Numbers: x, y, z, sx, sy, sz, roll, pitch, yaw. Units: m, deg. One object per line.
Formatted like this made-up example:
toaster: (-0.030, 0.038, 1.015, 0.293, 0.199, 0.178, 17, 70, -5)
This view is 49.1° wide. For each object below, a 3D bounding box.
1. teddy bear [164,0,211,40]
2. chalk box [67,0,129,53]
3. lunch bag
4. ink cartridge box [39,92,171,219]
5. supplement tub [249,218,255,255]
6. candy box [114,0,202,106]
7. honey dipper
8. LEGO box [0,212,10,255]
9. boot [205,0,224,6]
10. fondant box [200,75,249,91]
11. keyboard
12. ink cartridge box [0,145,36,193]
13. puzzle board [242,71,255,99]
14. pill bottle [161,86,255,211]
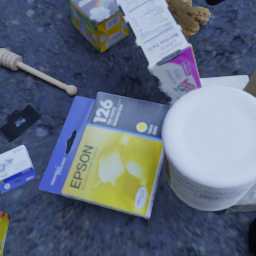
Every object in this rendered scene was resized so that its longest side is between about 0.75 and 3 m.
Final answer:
teddy bear: (1.494, -3.569, 8.814, 1.955, 0.900, 2.696, -11, 58, -13)
chalk box: (-1.008, -3.501, 8.500, 1.206, 1.200, 1.939, -36, 69, -13)
lunch bag: (2.837, 0.986, 6.567, 1.437, 1.030, 1.752, -5, 59, 0)
ink cartridge box: (-0.432, 0.390, 5.679, 2.319, 0.545, 2.292, 12, 67, 10)
supplement tub: (3.593, 2.473, 5.930, 1.745, 0.933, 0.933, 10, 66, 4)
candy box: (0.502, -2.051, 5.841, 0.838, 1.872, 2.746, -27, 68, 12)
honey dipper: (-2.592, -1.580, 8.052, 2.584, 0.491, 0.491, 25, 68, 8)
LEGO box: (-3.251, 2.473, 6.175, 0.902, 0.467, 1.211, 2, 66, 1)
boot: (1.348, -4.511, 6.102, 0.996, 2.739, 2.909, -26, 79, 28)
fondant box: (2.401, -0.658, 7.558, 1.867, 0.544, 1.347, -5, 66, -1)
keyboard: (-2.961, -0.184, 7.574, 0.651, 0.139, 1.085, 42, 71, 10)
ink cartridge box: (-2.881, 1.010, 6.996, 0.920, 0.187, 0.922, -25, 68, -11)
puzzle board: (2.401, -0.660, 4.678, 0.112, 1.285, 0.968, -3, 55, -13)
pill bottle: (1.231, 0.527, 4.261, 1.333, 2.331, 1.333, -4, 63, 8)
